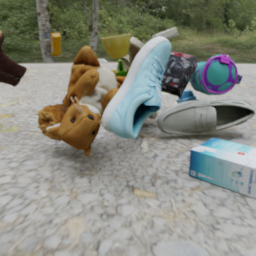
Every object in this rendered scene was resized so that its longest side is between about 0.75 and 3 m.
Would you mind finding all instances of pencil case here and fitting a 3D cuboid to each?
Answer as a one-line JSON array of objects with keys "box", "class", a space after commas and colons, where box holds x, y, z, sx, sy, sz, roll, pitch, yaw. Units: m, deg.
[{"box": [2.890, -1.814, 9.778, 1.199, 1.302, 2.818, 28, 10, -2], "class": "pencil case"}]

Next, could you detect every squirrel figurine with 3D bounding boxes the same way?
[{"box": [-1.117, -0.337, 6.782, 2.414, 1.709, 2.253, -30, 35, 41], "class": "squirrel figurine"}]

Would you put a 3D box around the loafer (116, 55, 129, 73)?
[{"box": [-0.269, -2.414, 12.856, 0.708, 1.871, 0.639, 23, 33, 15], "class": "loafer"}]

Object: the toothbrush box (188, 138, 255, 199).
[{"box": [2.192, 0.775, 5.866, 1.485, 0.634, 1.087, 17, 23, 41], "class": "toothbrush box"}]

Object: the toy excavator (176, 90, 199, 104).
[{"box": [2.184, -1.349, 11.200, 1.237, 1.272, 0.635, -19, 11, -36], "class": "toy excavator"}]

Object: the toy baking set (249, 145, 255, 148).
[{"box": [4.353, 0.497, 7.033, 2.444, 0.284, 1.876, 13, 26, 31], "class": "toy baking set"}]

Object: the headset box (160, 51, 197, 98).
[{"box": [1.609, -1.955, 9.718, 1.136, 1.527, 0.590, 21, -18, 29], "class": "headset box"}]

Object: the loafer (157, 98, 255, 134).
[{"box": [2.307, -0.346, 8.335, 2.865, 1.002, 1.000, -13, 14, -4], "class": "loafer"}]

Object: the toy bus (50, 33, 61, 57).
[{"box": [-2.482, -2.835, 9.638, 0.280, 0.860, 0.336, -15, 53, -25], "class": "toy bus"}]

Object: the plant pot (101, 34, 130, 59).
[{"box": [-0.287, -2.174, 7.524, 0.790, 0.561, 0.790, -8, 20, 3], "class": "plant pot"}]

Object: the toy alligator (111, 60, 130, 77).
[{"box": [-0.162, -1.217, 9.860, 0.764, 2.306, 0.554, -6, -3, -8], "class": "toy alligator"}]

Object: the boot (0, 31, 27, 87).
[{"box": [-3.521, -1.937, 8.003, 1.359, 1.634, 0.591, 9, 40, -51], "class": "boot"}]

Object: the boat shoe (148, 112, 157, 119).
[{"box": [0.479, -0.987, 8.863, 1.117, 1.059, 2.951, 20, 0, 8], "class": "boat shoe"}]

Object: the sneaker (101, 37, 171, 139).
[{"box": [0.391, -0.695, 5.251, 0.858, 2.093, 0.774, 28, -2, 32], "class": "sneaker"}]

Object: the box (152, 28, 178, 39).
[{"box": [1.185, -2.953, 8.968, 0.770, 0.263, 0.316, -25, 18, -12], "class": "box"}]

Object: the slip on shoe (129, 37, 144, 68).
[{"box": [0.347, -2.249, 9.497, 0.861, 0.686, 2.264, 37, -2, 10], "class": "slip on shoe"}]
